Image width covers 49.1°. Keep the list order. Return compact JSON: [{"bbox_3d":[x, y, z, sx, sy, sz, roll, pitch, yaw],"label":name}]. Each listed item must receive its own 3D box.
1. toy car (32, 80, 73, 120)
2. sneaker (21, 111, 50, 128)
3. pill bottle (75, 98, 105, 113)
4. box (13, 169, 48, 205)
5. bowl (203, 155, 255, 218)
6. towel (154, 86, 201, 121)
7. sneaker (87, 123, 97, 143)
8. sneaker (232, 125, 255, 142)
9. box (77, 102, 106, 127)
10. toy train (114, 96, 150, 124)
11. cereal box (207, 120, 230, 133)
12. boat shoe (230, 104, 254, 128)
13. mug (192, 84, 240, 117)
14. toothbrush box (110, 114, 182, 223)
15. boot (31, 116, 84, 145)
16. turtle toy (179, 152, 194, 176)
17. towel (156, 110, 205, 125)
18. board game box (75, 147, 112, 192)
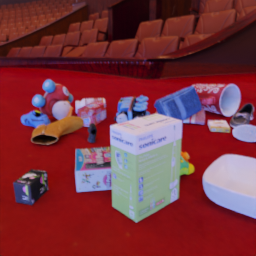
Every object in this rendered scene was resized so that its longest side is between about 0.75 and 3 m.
[{"bbox_3d":[-3.535,-1.187,14.851,2.094,1.852,1.930,33,-3,31],"label":"toy car"},{"bbox_3d":[-4.798,-0.534,14.450,0.811,0.965,2.460,-20,25,-41],"label":"sneaker"},{"bbox_3d":[-2.221,-1.244,16.537,1.715,0.962,0.962,-3,19,-7],"label":"pill bottle"},{"bbox_3d":[-2.805,1.706,8.148,0.550,0.658,0.885,6,19,16],"label":"box"},{"bbox_3d":[3.420,1.680,7.911,2.319,0.865,2.315,14,23,34],"label":"bowl"},{"bbox_3d":[2.697,-1.134,14.733,2.698,1.507,0.655,-24,2,-30],"label":"towel"},{"bbox_3d":[-1.562,0.135,12.565,0.444,0.531,1.169,8,39,-17],"label":"sneaker"},{"bbox_3d":[5.848,0.280,12.664,2.073,0.751,1.182,3,-1,24],"label":"sneaker"},{"bbox_3d":[-1.932,-0.751,15.100,0.878,0.917,1.839,7,20,18],"label":"box"},{"bbox_3d":[0.233,-0.811,14.884,1.707,1.295,2.988,-5,22,9],"label":"toy train"},{"bbox_3d":[4.567,-0.092,14.176,0.925,0.254,1.286,3,19,7],"label":"cereal box"},{"bbox_3d":[6.138,-0.677,15.047,0.954,0.813,2.853,12,22,31],"label":"boat shoe"},{"bbox_3d":[4.870,-1.938,16.937,2.468,1.855,2.781,24,-2,-35],"label":"mug"},{"bbox_3d":[0.502,0.995,7.541,1.738,2.387,1.028,-17,25,-39],"label":"toothbrush box"},{"bbox_3d":[-3.102,0.182,12.608,2.354,0.828,1.685,-11,22,-10],"label":"boot"},{"bbox_3d":[1.344,1.072,9.630,1.323,0.918,1.816,-12,22,-32],"label":"turtle toy"},{"bbox_3d":[2.912,-0.641,15.789,2.751,0.313,1.981,3,21,15],"label":"towel"},{"bbox_3d":[-0.533,1.280,9.285,2.374,0.763,1.752,-4,19,-9],"label":"board game box"}]
